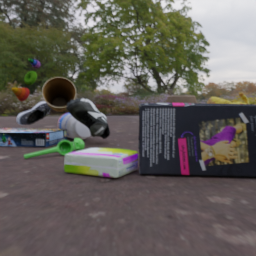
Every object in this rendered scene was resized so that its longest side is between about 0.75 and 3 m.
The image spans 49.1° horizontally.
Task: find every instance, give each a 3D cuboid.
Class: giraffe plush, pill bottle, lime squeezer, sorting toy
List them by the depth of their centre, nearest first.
[{"bbox_3d":[-1.890,0.567,8.411,0.871,0.465,2.467,2,5,28],"label":"lime squeezer"},{"bbox_3d":[-3.899,-1.871,10.546,0.589,1.698,0.585,18,-8,31],"label":"sorting toy"},{"bbox_3d":[4.406,-0.305,11.487,2.372,2.047,1.924,-17,14,7],"label":"giraffe plush"},{"bbox_3d":[-2.261,-0.070,12.296,1.158,1.158,2.063,-3,5,-31],"label":"pill bottle"}]

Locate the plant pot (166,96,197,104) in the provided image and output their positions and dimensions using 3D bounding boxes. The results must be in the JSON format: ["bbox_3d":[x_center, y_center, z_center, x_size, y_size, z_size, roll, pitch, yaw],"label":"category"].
[{"bbox_3d":[2.418,-0.498,12.846,2.238,1.952,2.238,0,5,0],"label":"plant pot"}]

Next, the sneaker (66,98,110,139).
[{"bbox_3d":[-1.298,-0.249,10.173,0.803,1.094,2.417,-36,-30,8],"label":"sneaker"}]

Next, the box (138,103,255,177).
[{"bbox_3d":[1.655,0.192,6.271,2.779,1.474,1.699,1,4,5],"label":"box"}]

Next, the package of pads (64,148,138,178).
[{"bbox_3d":[-0.549,0.721,6.058,1.340,0.457,1.035,2,5,27],"label":"package of pads"}]

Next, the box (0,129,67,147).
[{"bbox_3d":[-4.040,0.346,10.821,2.805,0.529,1.916,1,4,9],"label":"box"}]

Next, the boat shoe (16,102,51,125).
[{"bbox_3d":[-3.658,-0.579,11.408,0.607,0.640,1.832,11,25,25],"label":"boat shoe"}]

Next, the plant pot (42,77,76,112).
[{"bbox_3d":[-2.692,-1.153,11.028,1.240,1.240,1.331,-1,-15,-13],"label":"plant pot"}]
